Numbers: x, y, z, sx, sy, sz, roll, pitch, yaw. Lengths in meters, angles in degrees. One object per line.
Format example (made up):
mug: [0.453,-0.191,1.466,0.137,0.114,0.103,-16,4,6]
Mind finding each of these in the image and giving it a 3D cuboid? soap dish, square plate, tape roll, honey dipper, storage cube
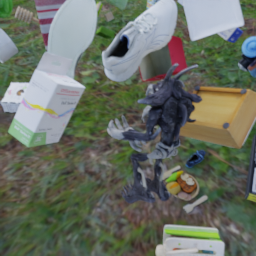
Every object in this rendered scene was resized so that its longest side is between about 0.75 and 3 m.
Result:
soap dish: [2.119,-0.335,6.766,1.774,0.720,1.395,14,66,50]
square plate: [2.600,-3.719,8.738,1.620,1.604,0.230,-13,4,18]
tape roll: [-3.552,-2.290,7.777,0.557,0.812,0.812,-42,58,-13]
honey dipper: [-2.756,-3.459,9.512,2.029,0.385,0.385,18,39,-30]
storage cube: [0.938,-1.922,7.789,0.996,1.165,1.047,-11,3,34]

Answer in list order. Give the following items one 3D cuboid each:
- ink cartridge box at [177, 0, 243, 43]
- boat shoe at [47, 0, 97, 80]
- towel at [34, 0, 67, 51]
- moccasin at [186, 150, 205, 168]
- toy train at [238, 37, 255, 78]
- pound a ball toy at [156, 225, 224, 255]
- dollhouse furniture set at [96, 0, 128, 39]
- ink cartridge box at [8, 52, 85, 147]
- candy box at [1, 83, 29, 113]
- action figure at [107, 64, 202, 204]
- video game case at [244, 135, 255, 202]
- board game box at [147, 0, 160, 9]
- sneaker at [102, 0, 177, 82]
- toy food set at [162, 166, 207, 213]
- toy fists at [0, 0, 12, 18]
ink cartridge box: [3.086,-4.177,10.544,2.459,0.544,1.156,47,31,17]
boat shoe: [-1.671,-2.099,7.398,1.060,2.911,0.899,13,18,-27]
towel: [-2.049,-3.177,8.520,1.261,1.751,0.199,-6,43,-6]
moccasin: [2.105,0.925,8.581,0.326,0.276,0.810,35,56,28]
toy train: [4.527,-2.442,8.007,1.529,2.676,1.160,54,21,24]
pound a ball toy: [1.383,2.815,6.439,1.547,0.657,1.009,2,12,2]
dollhouse furniture set: [-0.533,-4.075,9.433,1.007,2.015,0.778,20,4,-23]
ink cartridge box: [-1.186,-0.413,4.351,0.456,1.355,0.793,33,15,16]
candy box: [-3.759,-1.113,10.337,1.402,0.501,1.176,2,47,1]
action figure: [0.463,0.069,5.636,1.719,2.893,1.476,-10,28,-44]
video game case: [4.653,1.388,8.133,2.158,0.305,2.388,17,48,15]
board game box: [1.159,-5.219,10.809,0.648,1.257,0.659,-12,38,-17]
sneaker: [0.310,-2.106,6.494,0.877,1.025,2.353,39,88,14]
toy food set: [1.551,1.631,7.921,0.933,0.271,1.351,-25,52,-22]
toy fists: [-3.579,-3.202,7.133,0.990,0.668,1.942,-6,10,-4]
